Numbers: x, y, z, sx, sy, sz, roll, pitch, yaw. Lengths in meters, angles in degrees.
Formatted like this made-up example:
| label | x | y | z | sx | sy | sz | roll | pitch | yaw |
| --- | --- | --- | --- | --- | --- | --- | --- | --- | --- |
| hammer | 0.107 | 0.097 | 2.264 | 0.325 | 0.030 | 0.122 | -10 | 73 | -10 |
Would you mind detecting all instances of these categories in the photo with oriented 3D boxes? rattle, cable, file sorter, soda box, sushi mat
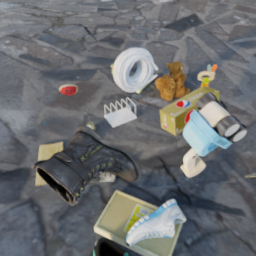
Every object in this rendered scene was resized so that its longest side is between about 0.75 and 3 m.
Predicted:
| label | x | y | z | sx | sy | sz | roll | pitch | yaw |
| --- | --- | --- | --- | --- | --- | --- | --- | --- | --- |
| rattle | 3.254 | -2.008 | 11.450 | 0.687 | 1.055 | 0.754 | 30 | 68 | -8 |
| cable | 0.245 | -2.427 | 11.702 | 1.891 | 1.892 | 0.655 | -42 | 47 | -9 |
| file sorter | -0.370 | -0.777 | 13.215 | 1.298 | 0.808 | 0.901 | -22 | 47 | -22 |
| soda box | 2.016 | -0.603 | 9.045 | 2.080 | 0.704 | 0.666 | -30 | 39 | -26 |
| sushi mat | -3.156 | 1.418 | 11.338 | 1.023 | 0.129 | 2.139 | -6 | 43 | -6 |

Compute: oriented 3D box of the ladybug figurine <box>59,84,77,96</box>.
| label | x | y | z | sx | sy | sz | roll | pitch | yaw |
| --- | --- | --- | --- | --- | --- | --- | --- | --- | --- |
| ladybug figurine | -2.202 | -1.394 | 10.402 | 0.784 | 0.532 | 0.282 | -5 | 66 | -50 |

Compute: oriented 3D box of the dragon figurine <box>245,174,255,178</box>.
| label | x | y | z | sx | sy | sz | roll | pitch | yaw |
| --- | --- | --- | --- | --- | --- | --- | --- | --- | --- |
| dragon figurine | 3.520 | 1.979 | 5.736 | 1.383 | 0.819 | 2.782 | -17 | 57 | -43 |

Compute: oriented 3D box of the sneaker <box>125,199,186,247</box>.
| label | x | y | z | sx | sy | sz | roll | pitch | yaw |
| --- | --- | --- | --- | --- | --- | --- | --- | --- | --- |
| sneaker | 0.916 | 3.092 | 8.637 | 2.148 | 0.805 | 0.931 | -27 | 57 | -24 |

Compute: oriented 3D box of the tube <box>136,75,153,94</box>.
| label | x | y | z | sx | sy | sz | roll | pitch | yaw |
| --- | --- | --- | --- | --- | --- | --- | --- | --- | --- |
| tube | 0.808 | -2.417 | 15.312 | 1.584 | 0.411 | 0.460 | -43 | 19 | -31 |

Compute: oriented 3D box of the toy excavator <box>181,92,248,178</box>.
| label | x | y | z | sx | sy | sz | roll | pitch | yaw |
| --- | --- | --- | --- | --- | --- | --- | --- | --- | --- |
| toy excavator | 2.103 | 0.419 | 7.981 | 2.286 | 2.351 | 1.174 | 21 | 30 | -51 |

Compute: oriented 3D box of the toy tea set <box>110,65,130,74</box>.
| label | x | y | z | sx | sy | sz | roll | pitch | yaw |
| --- | --- | --- | --- | --- | --- | --- | --- | --- | --- |
| toy tea set | -0.550 | -3.392 | 16.274 | 1.259 | 0.466 | 0.749 | 23 | 48 | 23 |

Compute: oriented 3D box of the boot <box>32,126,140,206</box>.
| label | x | y | z | sx | sy | sz | roll | pitch | yaw |
| --- | --- | --- | --- | --- | --- | --- | --- | --- | --- |
| boot | -1.062 | 1.267 | 7.783 | 2.599 | 0.900 | 2.262 | 35 | 39 | -2 |

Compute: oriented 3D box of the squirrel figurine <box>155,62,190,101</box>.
| label | x | y | z | sx | sy | sz | roll | pitch | yaw |
| --- | --- | --- | --- | --- | --- | --- | --- | --- | --- |
| squirrel figurine | 2.265 | -2.399 | 14.238 | 1.344 | 1.773 | 1.900 | 30 | 51 | 28 |

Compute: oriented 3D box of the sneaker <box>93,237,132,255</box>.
| label | x | y | z | sx | sy | sz | roll | pitch | yaw |
| --- | --- | --- | --- | --- | --- | --- | --- | --- | --- |
| sneaker | -0.015 | 4.190 | 7.605 | 1.018 | 1.139 | 2.851 | -34 | 53 | -31 |

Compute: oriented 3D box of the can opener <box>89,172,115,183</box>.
| label | x | y | z | sx | sy | sz | roll | pitch | yaw |
| --- | --- | --- | --- | --- | --- | --- | --- | --- | --- |
| can opener | -1.258 | 1.850 | 10.785 | 1.546 | 0.412 | 0.517 | -2 | 10 | -1 |

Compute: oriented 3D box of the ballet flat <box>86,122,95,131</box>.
| label | x | y | z | sx | sy | sz | roll | pitch | yaw |
| --- | --- | --- | --- | --- | --- | --- | --- | --- | --- |
| ballet flat | -1.818 | 0.316 | 12.265 | 0.529 | 0.529 | 1.497 | 8 | 44 | 8 |

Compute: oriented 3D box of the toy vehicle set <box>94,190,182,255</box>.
| label | x | y | z | sx | sy | sz | roll | pitch | yaw |
| --- | --- | --- | --- | --- | --- | --- | --- | --- | --- |
| toy vehicle set | 0.370 | 3.206 | 9.253 | 2.567 | 0.340 | 1.595 | 19 | 46 | 19 |
